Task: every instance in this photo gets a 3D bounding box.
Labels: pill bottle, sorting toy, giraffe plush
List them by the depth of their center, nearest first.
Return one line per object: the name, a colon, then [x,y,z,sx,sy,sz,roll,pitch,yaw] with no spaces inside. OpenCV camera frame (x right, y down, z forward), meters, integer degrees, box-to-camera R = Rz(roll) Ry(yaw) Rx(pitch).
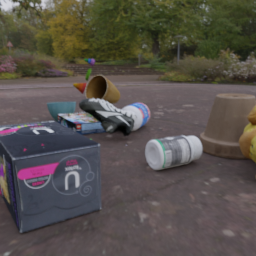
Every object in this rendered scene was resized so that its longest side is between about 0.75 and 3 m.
giraffe plush: [3.831,0.448,7.421,1.924,2.047,2.372,-23,6,-32]
pill bottle: [1.366,0.699,8.294,1.548,0.875,0.875,-7,14,-28]
sorting toy: [-2.071,-2.411,12.833,0.585,1.698,0.589,18,22,-15]
pill bottle: [0.218,-0.483,13.010,1.158,1.158,2.063,4,14,19]

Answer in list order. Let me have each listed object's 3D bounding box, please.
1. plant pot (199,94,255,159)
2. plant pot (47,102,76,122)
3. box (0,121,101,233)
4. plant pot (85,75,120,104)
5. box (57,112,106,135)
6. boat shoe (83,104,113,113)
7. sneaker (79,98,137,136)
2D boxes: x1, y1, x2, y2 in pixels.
plant pot: [3.631,-0.163,9.749,2.238,1.952,2.238,-1,13,0]
plant pot: [-3.519,-0.856,14.906,1.491,1.004,1.491,-3,7,0]
box: [-1.965,0.826,6.284,1.699,1.474,2.779,-8,16,-33]
plant pot: [-0.974,-1.536,12.348,1.240,1.240,1.331,10,-4,37]
box: [-2.070,-0.272,13.492,1.916,0.529,2.805,-7,14,-29]
boat shoe: [-1.325,-1.157,13.416,1.832,0.640,0.607,-18,23,-7]
sneaker: [-0.800,-0.358,10.909,2.417,1.094,0.803,21,-33,-18]
